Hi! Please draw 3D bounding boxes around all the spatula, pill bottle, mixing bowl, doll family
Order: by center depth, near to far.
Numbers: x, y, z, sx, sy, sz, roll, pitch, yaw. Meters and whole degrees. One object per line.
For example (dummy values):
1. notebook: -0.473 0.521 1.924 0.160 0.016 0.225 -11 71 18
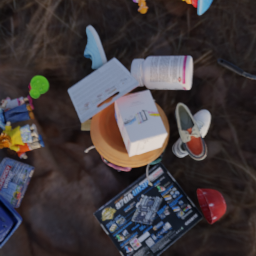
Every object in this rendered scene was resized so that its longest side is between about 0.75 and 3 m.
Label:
1. mixing bowl: 2.418 2.157 7.967 0.549 1.013 1.013 -15 77 -3
2. doll family: -3.690 -0.105 8.888 1.387 1.007 2.235 -18 77 -4
3. pill bottle: 1.092 -1.778 9.060 1.855 1.052 1.052 4 76 17
4. spatula: 4.158 -1.833 9.692 2.359 0.242 0.667 25 78 6

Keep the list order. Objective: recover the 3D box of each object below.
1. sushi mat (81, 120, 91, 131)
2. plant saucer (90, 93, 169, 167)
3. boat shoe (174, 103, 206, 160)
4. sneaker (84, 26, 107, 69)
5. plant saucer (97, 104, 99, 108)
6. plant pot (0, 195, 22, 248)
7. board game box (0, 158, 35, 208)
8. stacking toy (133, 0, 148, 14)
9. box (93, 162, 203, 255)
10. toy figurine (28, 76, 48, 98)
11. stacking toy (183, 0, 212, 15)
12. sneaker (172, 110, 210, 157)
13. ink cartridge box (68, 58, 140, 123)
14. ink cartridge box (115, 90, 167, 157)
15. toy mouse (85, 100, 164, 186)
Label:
1. sushi mat: -1.179 -0.094 9.382 0.786 0.048 0.376 1 77 0
2. plant saucer: 0.068 -0.039 8.568 2.455 0.459 2.455 2 66 -4
3. boat shoe: 1.828 0.091 8.344 0.637 0.560 1.789 -19 62 9
4. sneaker: -1.272 -2.792 9.735 0.665 0.600 1.623 -19 77 -9
5. plant saucer: -1.247 -0.631 9.101 0.145 0.901 0.901 43 79 -23
6. plant pot: -4.129 2.743 7.822 1.642 1.477 1.642 42 106 10
7. board game box: -3.840 1.642 8.786 1.326 0.409 1.327 18 78 4
8. stacking toy: 0.405 -4.935 10.208 0.931 0.880 1.604 -14 88 6
9. box: 0.592 2.630 8.450 2.604 0.599 2.070 -37 79 -8
10. toy figurine: -3.086 -1.291 9.287 0.582 0.714 0.776 32 70 -30
11. stacking toy: 1.970 -5.216 10.157 2.268 1.245 1.316 27 81 18
12. sneaker: 2.124 0.164 8.964 0.691 0.728 1.808 33 79 8
13. ink cartridge box: -0.746 -1.052 8.476 1.946 0.683 2.394 -34 40 0
14. ink cartridge box: 0.307 -0.109 7.829 1.024 1.042 1.416 -15 67 -10
15. toy mouse: 0.168 0.718 8.782 2.788 0.540 2.478 -23 72 -14
